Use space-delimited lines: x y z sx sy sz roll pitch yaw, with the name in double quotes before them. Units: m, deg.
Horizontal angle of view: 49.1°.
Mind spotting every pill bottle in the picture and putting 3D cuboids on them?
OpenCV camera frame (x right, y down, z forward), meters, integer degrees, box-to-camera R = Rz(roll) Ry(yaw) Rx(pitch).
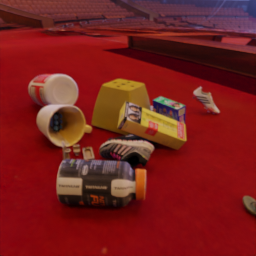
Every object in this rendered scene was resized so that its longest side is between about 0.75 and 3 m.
"pill bottle" -0.669 1.513 7.706 2.327 1.236 1.236 2 26 4
"pill bottle" -3.815 -1.804 13.748 1.631 1.631 2.906 -19 20 -34

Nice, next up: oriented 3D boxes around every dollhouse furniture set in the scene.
"dollhouse furniture set" -1.742 0.748 9.715 1.045 0.852 0.994 -6 27 -12

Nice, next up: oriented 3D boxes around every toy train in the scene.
"toy train" -2.974 -0.264 11.448 0.495 0.866 0.375 11 16 28

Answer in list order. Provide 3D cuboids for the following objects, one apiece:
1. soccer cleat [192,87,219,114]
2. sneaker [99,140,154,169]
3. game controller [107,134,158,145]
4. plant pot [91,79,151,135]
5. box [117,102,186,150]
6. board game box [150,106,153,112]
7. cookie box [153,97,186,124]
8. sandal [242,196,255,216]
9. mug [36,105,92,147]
"soccer cleat" 3.824 -1.292 13.399 1.597 0.680 0.548 39 30 -1
"sneaker" -0.152 0.935 9.394 1.990 0.734 0.871 -2 51 22
"game controller" 0.172 0.522 10.819 1.979 0.417 1.032 -10 15 -20
"plant pot" -0.232 -1.045 12.196 2.038 1.797 2.038 15 27 27
"box" 0.885 -0.061 10.275 2.497 0.626 0.940 21 46 -13
"board game box" 0.770 -0.832 13.693 1.106 0.191 0.698 -3 25 -5
"cookie box" 1.711 -0.527 11.855 0.538 1.224 1.431 -25 36 -32
"sandal" 3.524 2.173 7.314 0.481 0.345 1.210 -1 26 -24
"mug" -2.693 -0.084 11.161 1.646 2.005 1.606 17 62 48
